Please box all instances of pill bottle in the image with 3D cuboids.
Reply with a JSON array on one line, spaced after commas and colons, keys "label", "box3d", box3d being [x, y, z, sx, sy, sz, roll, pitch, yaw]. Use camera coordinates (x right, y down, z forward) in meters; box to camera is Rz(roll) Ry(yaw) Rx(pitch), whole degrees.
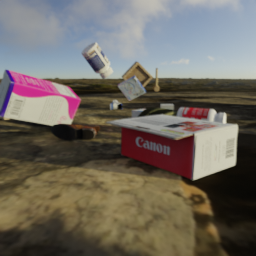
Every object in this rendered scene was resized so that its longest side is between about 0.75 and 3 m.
[{"label": "pill bottle", "box3d": [2.695, -0.248, 10.370, 1.670, 0.938, 0.938, 5, 11, 26]}, {"label": "pill bottle", "box3d": [-1.286, -2.840, 11.979, 0.789, 1.422, 0.789, -26, 32, 18]}]

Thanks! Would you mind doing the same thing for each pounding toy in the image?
[{"label": "pounding toy", "box3d": [0.826, -2.489, 14.040, 1.748, 1.536, 0.800, 43, 6, -16]}]

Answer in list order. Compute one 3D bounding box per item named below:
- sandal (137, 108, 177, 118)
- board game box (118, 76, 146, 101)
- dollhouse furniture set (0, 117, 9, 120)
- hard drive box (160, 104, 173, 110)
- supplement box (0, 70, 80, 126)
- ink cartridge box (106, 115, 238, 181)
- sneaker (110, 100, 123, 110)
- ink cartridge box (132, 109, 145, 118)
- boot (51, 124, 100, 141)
[{"label": "sandal", "box3d": [0.843, -0.111, 10.359, 1.125, 0.808, 2.832, 12, 30, 35]}, {"label": "board game box", "box3d": [0.178, -1.884, 13.442, 0.977, 0.982, 0.213, -24, 32, 26]}, {"label": "dollhouse furniture set", "box3d": [-7.012, -1.032, 13.663, 1.484, 1.329, 1.873, 8, 13, 39]}, {"label": "hard drive box", "box3d": [2.548, -1.368, 18.433, 0.848, 0.326, 0.661, 1, 10, 6]}, {"label": "supplement box", "box3d": [-3.275, -0.998, 10.248, 2.568, 1.299, 1.327, 13, 21, -38]}, {"label": "ink cartridge box", "box3d": [0.936, 0.357, 6.713, 2.120, 1.013, 2.415, -8, 13, -38]}, {"label": "sneaker", "box3d": [-0.702, -1.433, 18.453, 0.789, 0.552, 1.366, 5, 17, 7]}, {"label": "ink cartridge box", "box3d": [0.856, -0.738, 14.591, 0.723, 0.426, 1.256, 9, 13, 40]}, {"label": "boot", "box3d": [-1.832, 0.020, 10.016, 1.521, 0.553, 1.616, 0, 9, -1]}]
